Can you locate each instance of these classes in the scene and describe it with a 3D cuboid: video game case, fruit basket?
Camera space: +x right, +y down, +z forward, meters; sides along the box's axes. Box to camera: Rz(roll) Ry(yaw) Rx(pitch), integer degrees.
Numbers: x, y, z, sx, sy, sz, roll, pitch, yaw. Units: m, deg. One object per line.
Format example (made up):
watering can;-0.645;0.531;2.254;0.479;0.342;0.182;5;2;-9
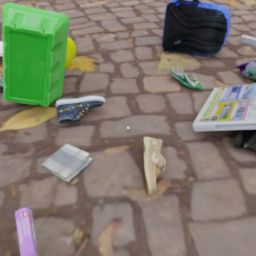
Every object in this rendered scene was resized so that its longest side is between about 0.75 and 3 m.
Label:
video game case;3.521;-0.696;8.391;2.479;0.300;2.724;-2;29;34
fruit basket;-2.861;-2.393;9.143;2.238;3.102;3.102;7;38;-12

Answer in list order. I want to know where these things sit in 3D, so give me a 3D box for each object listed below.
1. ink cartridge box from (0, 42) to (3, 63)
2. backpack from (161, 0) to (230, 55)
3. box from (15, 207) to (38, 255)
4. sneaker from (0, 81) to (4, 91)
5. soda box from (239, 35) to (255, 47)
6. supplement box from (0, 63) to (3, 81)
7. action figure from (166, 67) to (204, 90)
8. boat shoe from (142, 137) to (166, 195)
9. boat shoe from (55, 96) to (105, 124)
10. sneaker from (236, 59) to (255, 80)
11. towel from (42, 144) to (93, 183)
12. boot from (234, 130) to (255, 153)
ink cartridge box;-4.655;-2.603;10.034;0.969;0.448;1.778;-29;40;-27
backpack;3.129;-4.584;12.457;2.709;2.201;2.273;15;40;19
box;-1.808;2.070;5.064;0.235;0.821;1.201;-9;79;-18
sneaker;-4.687;-1.429;10.119;0.996;0.389;0.424;2;43;17
soda box;5.878;-4.147;13.394;0.975;0.310;0.333;28;47;28
supplement box;-3.689;-2.503;10.956;1.500;0.875;2.380;14;42;17
action figure;2.248;-1.832;10.517;0.899;0.416;1.523;-14;44;-42
boat shoe;0.669;0.875;7.083;0.597;0.659;1.849;2;39;1
boat shoe;-1.461;-0.538;8.803;1.551;0.549;0.704;-8;72;-10
sneaker;4.840;-1.964;10.569;0.899;0.764;2.053;-10;29;4
towel;-1.601;0.895;7.432;1.039;0.179;1.000;24;45;25
boot;3.721;0.205;7.948;1.131;0.569;1.513;15;48;23
